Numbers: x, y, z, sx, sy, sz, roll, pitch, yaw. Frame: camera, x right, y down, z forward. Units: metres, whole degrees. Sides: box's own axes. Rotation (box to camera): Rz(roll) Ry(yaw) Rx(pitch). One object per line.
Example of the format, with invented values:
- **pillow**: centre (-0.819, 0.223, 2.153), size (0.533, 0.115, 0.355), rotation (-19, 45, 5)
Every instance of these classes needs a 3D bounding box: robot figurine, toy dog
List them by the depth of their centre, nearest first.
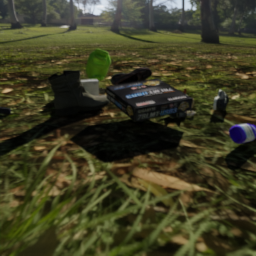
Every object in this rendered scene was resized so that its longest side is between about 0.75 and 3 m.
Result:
- **toy dog**: centre (2.441, -1.237, 12.905), size (1.264, 0.923, 1.917), rotation (1, 21, 9)
- **robot figurine**: centre (-1.944, -3.941, 17.882), size (1.398, 2.417, 2.120), rotation (15, 61, -11)

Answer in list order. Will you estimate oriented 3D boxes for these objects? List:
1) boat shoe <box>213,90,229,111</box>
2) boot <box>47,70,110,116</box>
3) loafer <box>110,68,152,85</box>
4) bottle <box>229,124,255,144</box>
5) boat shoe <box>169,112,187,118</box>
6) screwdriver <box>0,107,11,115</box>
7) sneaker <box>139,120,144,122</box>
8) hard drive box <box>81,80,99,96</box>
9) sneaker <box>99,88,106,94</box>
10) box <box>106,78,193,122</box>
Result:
- **boat shoe**: centre (4.500, -1.278, 13.367), size (0.605, 0.758, 2.005), rotation (11, 31, 22)
- **boot**: centre (-2.107, -1.711, 12.656), size (2.897, 1.892, 0.981), rotation (-16, 18, -36)
- **loafer**: centre (0.318, -3.114, 17.859), size (2.840, 1.021, 0.894), rotation (-16, 38, -18)
- **bottle**: centre (4.127, 0.178, 9.734), size (1.497, 0.489, 0.625), rotation (-5, 63, -38)
- **boat shoe**: centre (2.158, -0.576, 12.074), size (0.803, 0.304, 0.242), rotation (-9, 10, -20)
- **screwdriver**: centre (-6.496, -0.858, 12.322), size (2.564, 0.358, 0.373), rotation (6, 2, -9)
- **sneaker**: centre (0.509, -0.670, 11.985), size (0.535, 0.542, 1.418), rotation (9, 24, 10)
- **hard drive box**: centre (-1.927, -1.751, 13.865), size (0.930, 1.193, 0.458), rotation (-5, 22, -14)
- **sneaker**: centre (-1.717, -2.113, 15.969), size (0.975, 0.375, 0.432), rotation (-1, 15, -9)
- **box**: centre (0.819, -1.274, 11.901), size (2.737, 0.680, 2.717), rotation (-12, 29, -24)
